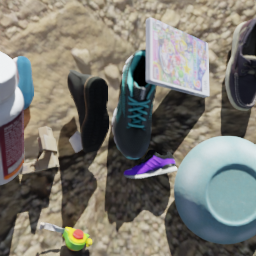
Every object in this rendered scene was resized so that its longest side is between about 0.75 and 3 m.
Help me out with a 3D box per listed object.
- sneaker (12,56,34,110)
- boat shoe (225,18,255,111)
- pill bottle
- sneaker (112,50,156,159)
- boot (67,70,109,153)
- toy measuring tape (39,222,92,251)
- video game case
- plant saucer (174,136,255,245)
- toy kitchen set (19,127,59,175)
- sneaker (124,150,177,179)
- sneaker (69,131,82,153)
[{"bbox_3d":[-2.909,-1.172,7.547,0.543,0.573,1.418,2,90,-45],"label":"sneaker"},{"bbox_3d":[3.201,-1.718,7.452,0.886,0.799,2.465,9,85,-5],"label":"boat shoe"},{"bbox_3d":[-3.097,-0.140,6.035,1.604,2.810,1.604,10,41,-9],"label":"pill bottle"},{"bbox_3d":[0.181,-0.649,7.071,1.113,1.308,2.868,3,83,-4],"label":"sneaker"},{"bbox_3d":[-1.114,-0.477,7.187,0.745,1.331,1.924,-6,114,-39],"label":"boot"},{"bbox_3d":[-1.545,2.709,6.923,1.389,0.511,0.511,20,83,-10],"label":"toy measuring tape"},{"bbox_3d":[1.319,-1.715,7.147,2.181,0.197,1.562,7,79,-38],"label":"video game case"},{"bbox_3d":[2.552,1.588,6.938,2.770,0.533,2.770,0,90,-5],"label":"plant saucer"},{"bbox_3d":[-2.407,0.565,7.147,0.955,0.864,1.059,-14,81,0],"label":"toy kitchen set"},{"bbox_3d":[0.538,0.925,7.309,1.380,0.480,0.686,-10,80,-2],"label":"sneaker"},{"bbox_3d":[-1.163,0.231,7.480,0.841,0.310,0.486,-33,82,-8],"label":"sneaker"}]
